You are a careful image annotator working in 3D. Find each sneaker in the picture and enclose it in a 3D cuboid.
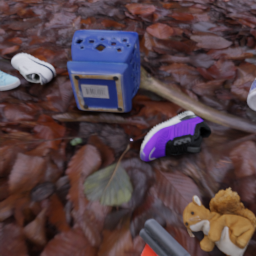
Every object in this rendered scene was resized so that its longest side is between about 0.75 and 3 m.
[{"bbox_3d":[-5.446,-2.102,11.328,2.101,0.861,0.776,9,46,9],"label":"sneaker"},{"bbox_3d":[-4.157,-2.446,11.773,2.203,0.841,0.887,20,57,21],"label":"sneaker"},{"bbox_3d":[1.600,0.403,8.708,2.611,0.908,1.299,-30,51,-28],"label":"sneaker"}]

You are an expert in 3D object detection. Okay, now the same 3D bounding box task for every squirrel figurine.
[{"bbox_3d":[2.180,2.254,6.776,1.549,1.174,1.660,26,43,31],"label":"squirrel figurine"}]

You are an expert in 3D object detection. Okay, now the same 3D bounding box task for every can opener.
[{"bbox_3d":[1.239,2.977,6.427,2.177,0.581,0.728,38,21,35],"label":"can opener"}]

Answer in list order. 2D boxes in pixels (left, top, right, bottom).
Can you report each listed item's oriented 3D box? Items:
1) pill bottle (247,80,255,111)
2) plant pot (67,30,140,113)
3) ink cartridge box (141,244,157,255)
[{"bbox_3d":[5.098,-1.388,10.563,0.911,0.911,1.574,19,48,19],"label":"pill bottle"},{"bbox_3d":[-0.856,-1.915,10.131,2.381,2.380,2.140,4,49,8],"label":"plant pot"},{"bbox_3d":[0.784,3.626,5.700,1.923,0.675,2.366,20,51,18],"label":"ink cartridge box"}]
